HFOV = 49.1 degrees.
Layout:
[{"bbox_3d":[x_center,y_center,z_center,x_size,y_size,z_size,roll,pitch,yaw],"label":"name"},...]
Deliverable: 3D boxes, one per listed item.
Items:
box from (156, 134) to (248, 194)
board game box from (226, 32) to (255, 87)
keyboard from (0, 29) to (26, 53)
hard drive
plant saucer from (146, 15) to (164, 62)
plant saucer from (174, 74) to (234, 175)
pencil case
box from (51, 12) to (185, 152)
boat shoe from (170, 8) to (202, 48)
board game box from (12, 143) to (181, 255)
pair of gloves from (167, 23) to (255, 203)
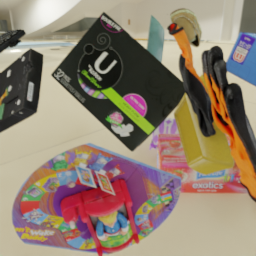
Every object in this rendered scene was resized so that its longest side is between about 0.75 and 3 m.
[{"bbox_3d":[2.231,1.006,8.253,2.690,1.273,1.380,1,24,2],"label":"box"},{"bbox_3d":[2.982,-0.719,4.076,2.634,0.592,2.003,-12,42,-38],"label":"board game box"},{"bbox_3d":[-3.764,-2.628,8.552,0.982,0.210,1.636,7,43,15],"label":"keyboard"},{"bbox_3d":[-2.956,-0.795,7.031,2.288,1.598,0.433,-20,-29,37],"label":"hard drive"},{"bbox_3d":[0.784,-2.135,9.128,0.514,2.858,2.858,8,24,1],"label":"plant saucer"},{"bbox_3d":[1.353,0.067,5.577,0.421,1.739,1.738,-12,-14,-5],"label":"plant saucer"},{"bbox_3d":[2.201,0.374,9.814,2.925,1.228,1.250,5,49,14],"label":"pencil case"},{"bbox_3d":[-0.108,-1.048,7.021,2.658,1.974,1.652,43,8,5],"label":"box"},{"bbox_3d":[1.719,-2.726,7.860,0.618,0.657,1.725,-11,-10,34],"label":"boat shoe"},{"bbox_3d":[-0.287,1.170,3.491,2.197,1.736,0.428,25,23,-31],"label":"board game box"},{"bbox_3d":[1.046,-0.284,3.639,0.268,1.934,2.171,-24,29,6],"label":"pair of gloves"}]
